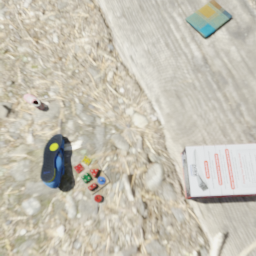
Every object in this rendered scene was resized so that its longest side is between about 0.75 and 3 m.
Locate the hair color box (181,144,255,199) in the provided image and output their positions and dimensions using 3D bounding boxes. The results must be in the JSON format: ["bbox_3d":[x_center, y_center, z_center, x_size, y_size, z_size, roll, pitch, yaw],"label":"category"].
[{"bbox_3d":[2.811,1.204,7.766,2.478,0.792,1.374,-2,71,-2],"label":"hair color box"}]

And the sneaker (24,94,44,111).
[{"bbox_3d":[-2.935,-0.850,8.599,0.756,0.395,0.285,36,79,11],"label":"sneaker"}]

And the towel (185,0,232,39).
[{"bbox_3d":[2.757,-3.743,9.594,1.356,0.147,0.994,-39,77,-12],"label":"towel"}]

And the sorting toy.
[{"bbox_3d":[-1.006,1.419,8.006,0.648,0.227,1.344,-34,76,-10],"label":"sorting toy"}]

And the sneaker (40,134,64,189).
[{"bbox_3d":[-2.091,0.958,8.062,0.535,0.637,1.625,-9,55,14],"label":"sneaker"}]
